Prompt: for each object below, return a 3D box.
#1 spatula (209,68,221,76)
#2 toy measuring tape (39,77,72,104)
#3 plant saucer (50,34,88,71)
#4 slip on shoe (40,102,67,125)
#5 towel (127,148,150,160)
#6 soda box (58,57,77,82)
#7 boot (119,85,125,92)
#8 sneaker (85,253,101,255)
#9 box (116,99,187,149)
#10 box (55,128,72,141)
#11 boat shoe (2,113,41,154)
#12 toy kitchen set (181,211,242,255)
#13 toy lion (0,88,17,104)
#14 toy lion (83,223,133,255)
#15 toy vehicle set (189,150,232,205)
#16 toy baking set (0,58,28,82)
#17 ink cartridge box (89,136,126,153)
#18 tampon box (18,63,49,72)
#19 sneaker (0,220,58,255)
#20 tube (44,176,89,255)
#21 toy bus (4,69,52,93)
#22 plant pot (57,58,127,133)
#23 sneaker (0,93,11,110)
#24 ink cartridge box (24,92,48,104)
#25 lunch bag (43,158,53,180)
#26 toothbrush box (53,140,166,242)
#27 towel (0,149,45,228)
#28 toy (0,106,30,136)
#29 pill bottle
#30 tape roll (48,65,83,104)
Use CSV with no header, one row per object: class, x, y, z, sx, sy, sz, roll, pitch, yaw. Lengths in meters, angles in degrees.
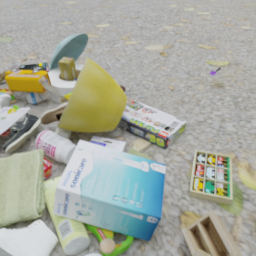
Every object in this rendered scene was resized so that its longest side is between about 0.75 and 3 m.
spatula,4.985,-3.232,15.915,0.309,0.112,1.092,27,44,32
toy measuring tape,-2.323,-1.331,10.869,0.848,2.304,0.848,-38,27,24
plant saucer,-3.209,-3.946,14.544,0.531,2.760,2.760,43,46,2
slip on shoe,-2.735,-0.440,10.689,1.512,0.575,0.458,-24,53,14
towel,0.186,1.236,9.522,0.890,0.219,1.200,28,45,11
soda box,-2.834,-2.465,13.447,0.553,1.728,0.585,10,41,15
boot,-1.419,-1.479,13.149,2.484,0.899,2.066,-1,21,8
sneaker,-1.638,3.475,5.921,2.715,0.961,0.992,-23,42,-29
box,0.742,-0.246,11.456,2.851,0.495,1.569,25,43,31
box,-2.509,0.019,11.141,0.534,0.445,1.300,1,36,1
boat shoe,-4.065,0.162,10.477,0.755,0.802,2.234,37,32,-10
toy kitchen set,1.114,2.939,5.963,2.005,2.457,2.217,-41,35,15
toy lion,-6.159,-1.381,13.097,1.567,0.561,1.635,16,39,32
toy lion,-0.370,2.627,7.585,1.467,0.525,1.530,-14,38,-30
toy vehicle set,2.731,1.551,9.179,1.249,0.267,2.011,9,37,12
toy baking set,-6.169,-2.617,13.980,2.012,0.305,2.621,-8,30,50
ink cartridge box,-0.886,0.899,10.042,1.355,0.297,1.367,10,39,14
tampon box,-4.787,-2.651,14.392,1.517,0.958,1.137,-10,37,-13
sneaker,-2.772,2.792,7.175,1.939,0.714,1.120,22,38,13
tube,-1.814,2.281,7.904,0.767,0.686,2.642,26,15,-40
toy bus,-4.633,-2.113,12.704,2.400,0.781,0.940,6,35,23
plant pot,-1.195,-0.930,10.452,1.961,2.762,2.762,23,34,-13
sneaker,-5.518,-0.444,11.523,1.124,0.972,2.594,17,47,12
ink cartridge box,-4.282,-1.566,13.108,0.840,0.607,0.618,-30,33,-34
lunch bag,-3.138,1.325,9.341,1.220,0.500,1.074,21,36,25
toothbrush box,-0.423,1.627,7.614,2.641,1.126,1.933,16,36,-1
towel,-3.314,1.711,8.241,1.766,0.434,2.380,-17,49,2
toy,-4.832,0.006,10.506,1.374,0.563,2.386,3,38,20
pill bottle,-2.475,0.703,9.865,1.472,0.834,0.834,22,41,27
tape roll,-2.676,-2.193,13.787,2.623,0.917,2.623,0,35,0
